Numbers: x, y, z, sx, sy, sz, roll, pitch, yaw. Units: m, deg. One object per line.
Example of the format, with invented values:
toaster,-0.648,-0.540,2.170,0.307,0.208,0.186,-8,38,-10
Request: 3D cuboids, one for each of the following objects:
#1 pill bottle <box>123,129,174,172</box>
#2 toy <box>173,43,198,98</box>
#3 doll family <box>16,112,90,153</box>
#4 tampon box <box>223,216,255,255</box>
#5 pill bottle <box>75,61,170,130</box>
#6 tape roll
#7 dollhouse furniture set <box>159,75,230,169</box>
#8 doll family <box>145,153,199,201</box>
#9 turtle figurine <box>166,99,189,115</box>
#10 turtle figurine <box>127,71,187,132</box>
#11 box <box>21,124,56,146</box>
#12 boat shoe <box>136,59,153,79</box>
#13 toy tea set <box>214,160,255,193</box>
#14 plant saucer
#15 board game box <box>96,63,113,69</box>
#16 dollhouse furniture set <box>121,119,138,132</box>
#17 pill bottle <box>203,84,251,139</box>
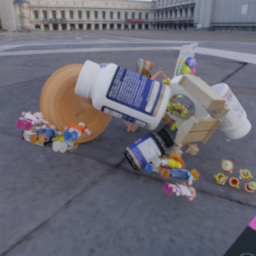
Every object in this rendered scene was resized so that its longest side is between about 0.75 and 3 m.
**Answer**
pill bottle,0.613,0.628,8.268,1.382,0.773,0.773,-32,30,-8
toy,2.538,-2.391,12.177,0.556,2.357,1.357,33,37,27
doll family,-2.279,0.206,8.604,2.231,1.006,1.385,14,15,3
tampon box,2.069,2.769,3.906,1.799,1.516,2.401,20,30,39
pill bottle,-0.193,-1.088,8.840,2.734,1.519,1.519,21,23,-5
tape roll,2.335,-1.011,11.475,2.231,2.231,0.780,15,40,31
dollhouse furniture set,1.821,-0.114,8.771,1.424,2.747,1.216,-4,43,-43
doll family,1.279,1.155,7.370,1.035,0.752,1.668,12,17,-29
turtle figurine,1.587,-0.649,9.318,0.757,0.610,0.244,14,59,-24
turtle figurine,1.088,-0.687,10.540,2.016,2.500,0.805,29,0,-26
box,-3.156,0.048,11.702,1.200,0.379,2.181,14,27,29
boat shoe,0.653,-2.099,11.951,0.756,0.798,2.106,4,-22,-3
toy tea set,3.103,1.384,8.023,1.195,0.442,0.710,18,73,31
plant saucer,-1.761,-0.858,10.434,2.957,2.957,0.477,-15,20,-31
board game box,-0.609,-1.772,10.247,1.292,0.399,1.293,53,31,9
dollhouse furniture set,0.708,-0.887,11.819,1.990,0.881,1.031,-40,9,22
pill bottle,3.230,-0.511,9.231,0.989,1.745,0.989,-36,19,15
